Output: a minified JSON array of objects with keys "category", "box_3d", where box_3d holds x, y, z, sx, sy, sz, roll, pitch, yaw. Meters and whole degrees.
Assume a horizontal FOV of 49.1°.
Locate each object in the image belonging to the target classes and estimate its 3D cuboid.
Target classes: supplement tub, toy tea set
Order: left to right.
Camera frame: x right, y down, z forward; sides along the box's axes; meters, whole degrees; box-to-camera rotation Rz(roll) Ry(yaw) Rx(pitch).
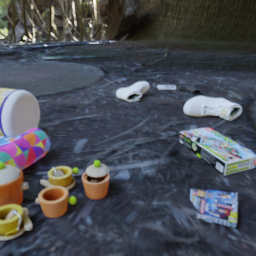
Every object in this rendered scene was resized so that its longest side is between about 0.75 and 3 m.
[{"category":"supplement tub","box_3d":[-4.600,-0.512,9.814,2.453,1.784,1.784,7,23,17]},{"category":"toy tea set","box_3d":[-1.878,1.231,6.446,2.960,1.096,1.760,-15,27,-32]}]

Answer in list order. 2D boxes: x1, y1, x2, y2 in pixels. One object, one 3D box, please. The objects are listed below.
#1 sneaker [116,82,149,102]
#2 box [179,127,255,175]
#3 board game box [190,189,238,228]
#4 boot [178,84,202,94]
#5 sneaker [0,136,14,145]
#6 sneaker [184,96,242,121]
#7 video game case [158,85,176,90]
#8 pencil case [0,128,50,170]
[{"category":"sneaker","box_3d":[0.514,-1.808,14.524,1.986,0.732,1.148,-23,32,-25]},{"category":"box","box_3d":[2.760,0.640,8.811,1.291,0.407,2.346,-9,24,-21]},{"category":"board game box","box_3d":[1.859,1.742,6.221,1.051,0.324,1.052,9,25,20]},{"category":"boot","box_3d":[3.458,-2.143,15.668,1.103,0.382,0.961,-2,22,-10]},{"category":"sneaker","box_3d":[-3.777,0.723,8.311,0.739,0.664,1.796,3,23,2]},{"category":"sneaker","box_3d":[3.632,-0.809,11.778,2.335,0.860,1.350,-7,20,-21]},{"category":"video game case","box_3d":[2.302,-2.424,16.737,1.040,0.094,0.745,1,22,3]},{"category":"pencil case","box_3d":[-3.149,0.809,7.771,1.003,1.003,2.270,9,25,20]}]
